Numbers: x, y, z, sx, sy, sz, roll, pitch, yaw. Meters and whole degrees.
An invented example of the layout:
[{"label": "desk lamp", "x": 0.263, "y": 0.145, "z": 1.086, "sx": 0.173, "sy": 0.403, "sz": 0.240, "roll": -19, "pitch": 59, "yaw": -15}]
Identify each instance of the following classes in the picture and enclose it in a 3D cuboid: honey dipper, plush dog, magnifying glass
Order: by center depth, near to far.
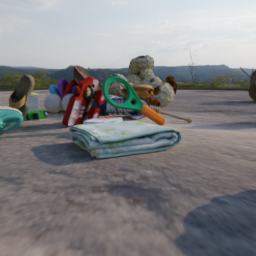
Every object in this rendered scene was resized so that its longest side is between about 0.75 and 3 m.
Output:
[{"label": "magnifying glass", "x": 0.184, "y": -0.651, "z": 7.614, "sx": 2.031, "sy": 0.808, "sz": 0.227, "roll": 31, "pitch": -23, "yaw": -19}, {"label": "honey dipper", "x": 1.293, "y": -0.404, "z": 8.546, "sx": 1.379, "sy": 0.262, "sz": 0.262, "roll": 15, "pitch": 9, "yaw": -6}, {"label": "plush dog", "x": 0.765, "y": -1.539, "z": 12.207, "sx": 2.485, "sy": 2.321, "sz": 2.893, "roll": 23, "pitch": 50, "yaw": 32}]

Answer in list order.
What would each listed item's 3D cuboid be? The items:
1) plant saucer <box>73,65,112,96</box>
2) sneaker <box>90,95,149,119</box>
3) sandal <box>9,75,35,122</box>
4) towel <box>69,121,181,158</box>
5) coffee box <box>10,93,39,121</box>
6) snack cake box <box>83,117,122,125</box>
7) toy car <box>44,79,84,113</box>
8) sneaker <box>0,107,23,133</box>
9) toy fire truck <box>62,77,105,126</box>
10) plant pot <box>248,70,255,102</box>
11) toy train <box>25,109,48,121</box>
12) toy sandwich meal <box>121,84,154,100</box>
[{"label": "plant saucer", "x": -1.281, "y": -1.512, "z": 11.456, "sx": 2.627, "sy": 0.452, "sz": 2.627, "roll": 42, "pitch": 9, "yaw": -8}, {"label": "sneaker", "x": -0.310, "y": -0.718, "z": 9.639, "sx": 2.172, "sy": 0.761, "sz": 1.179, "roll": 1, "pitch": 8, "yaw": -10}, {"label": "sandal", "x": -2.859, "y": -0.753, "z": 7.324, "sx": 0.546, "sy": 1.359, "sz": 0.367, "roll": 23, "pitch": 8, "yaw": 11}, {"label": "towel", "x": -0.124, "y": 0.144, "z": 5.611, "sx": 1.832, "sy": 0.441, "sz": 1.569, "roll": -5, "pitch": 12, "yaw": -26}, {"label": "coffee box", "x": -3.445, "y": -0.718, "z": 9.318, "sx": 0.866, "sy": 0.856, "sz": 0.865, "roll": -4, "pitch": 11, "yaw": -23}, {"label": "snack cake box", "x": -0.612, "y": -0.057, "z": 7.047, "sx": 0.581, "sy": 0.340, "sz": 1.011, "roll": 2, "pitch": 10, "yaw": 24}, {"label": "toy car", "x": -2.505, "y": -1.342, "z": 11.480, "sx": 1.802, "sy": 1.351, "sz": 1.577, "roll": 2, "pitch": 11, "yaw": 13}, {"label": "sneaker", "x": -3.234, "y": 0.001, "z": 6.352, "sx": 1.805, "sy": 0.699, "sz": 0.719, "roll": -17, "pitch": 36, "yaw": -42}, {"label": "toy fire truck", "x": -1.307, "y": -0.755, "z": 8.045, "sx": 0.810, "sy": 1.444, "sz": 1.213, "roll": 24, "pitch": 11, "yaw": 16}, {"label": "plant pot", "x": 7.937, "y": -2.381, "z": 16.153, "sx": 2.279, "sy": 2.279, "sz": 1.987, "roll": 10, "pitch": 33, "yaw": 44}, {"label": "toy train", "x": -2.739, "y": -0.333, "z": 7.901, "sx": 1.312, "sy": 0.274, "sz": 0.370, "roll": -3, "pitch": 15, "yaw": 41}, {"label": "toy sandwich meal", "x": 0.330, "y": -1.159, "z": 9.459, "sx": 1.242, "sy": 0.425, "sz": 1.242, "roll": -1, "pitch": -5, "yaw": 0}]
